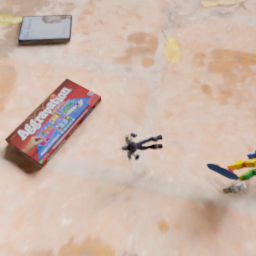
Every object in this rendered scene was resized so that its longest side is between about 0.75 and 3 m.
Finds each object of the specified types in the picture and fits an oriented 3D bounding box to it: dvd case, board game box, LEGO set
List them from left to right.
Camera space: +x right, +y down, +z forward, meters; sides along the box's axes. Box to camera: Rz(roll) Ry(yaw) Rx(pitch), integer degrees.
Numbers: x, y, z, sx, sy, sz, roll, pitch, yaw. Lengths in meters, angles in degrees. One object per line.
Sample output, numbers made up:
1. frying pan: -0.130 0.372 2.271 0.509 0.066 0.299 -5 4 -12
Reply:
1. dvd case: -3.066 -3.726 10.470 1.887 0.166 1.346 -3 59 -2
2. board game box: -2.154 -0.268 8.344 1.407 0.266 2.733 28 63 17
3. board game box: 2.361 1.023 6.931 0.830 0.655 0.162 26 74 14
4. LEGO set: 3.193 0.999 7.087 1.785 0.733 0.681 -25 89 -18

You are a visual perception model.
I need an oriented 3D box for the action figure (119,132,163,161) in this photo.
1. action figure: 0.328 0.470 7.321 1.171 0.406 0.762 -8 100 -18
